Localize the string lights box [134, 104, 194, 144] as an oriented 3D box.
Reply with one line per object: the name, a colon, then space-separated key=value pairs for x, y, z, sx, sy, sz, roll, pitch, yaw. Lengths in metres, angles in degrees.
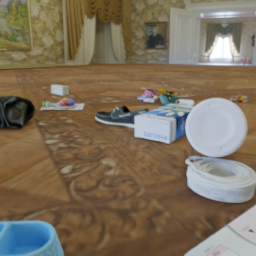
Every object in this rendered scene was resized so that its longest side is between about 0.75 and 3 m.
string lights box: x=1.168 y=-0.178 z=7.966 sx=1.062 sy=0.610 sz=2.067 roll=10 pitch=19 yaw=32

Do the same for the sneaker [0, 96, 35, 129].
sneaker: x=-4.036 y=-0.480 z=8.248 sx=2.736 sy=1.046 sz=1.567 roll=-7 pitch=10 yaw=-42

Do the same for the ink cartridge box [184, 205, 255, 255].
ink cartridge box: x=1.804 y=1.470 z=2.377 sx=1.750 sy=0.614 sz=2.153 roll=-12 pitch=16 yaw=-38

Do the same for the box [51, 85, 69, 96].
box: x=-3.596 y=-1.998 z=14.738 sx=1.135 sy=0.466 sz=0.388 roll=16 pitch=22 yaw=42

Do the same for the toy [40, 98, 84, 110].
toy: x=-2.605 y=-0.977 z=11.164 sx=1.610 sy=0.380 sz=0.927 roll=-3 pitch=21 yaw=-1

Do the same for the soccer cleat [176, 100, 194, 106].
soccer cleat: x=2.278 y=-0.989 z=11.278 sx=0.356 sy=0.288 sz=0.825 roll=-11 pitch=13 yaw=-35

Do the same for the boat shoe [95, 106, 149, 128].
boat shoe: x=-0.201 y=-0.408 z=8.829 sx=1.855 sy=0.627 sz=0.666 roll=7 pitch=18 yaw=27

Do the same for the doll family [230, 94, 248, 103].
doll family: x=4.960 y=-1.362 z=12.617 sx=0.522 sy=0.379 sz=0.840 roll=-6 pitch=17 yaw=-21

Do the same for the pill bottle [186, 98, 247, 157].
pill bottle: x=1.833 y=0.064 z=5.729 sx=1.053 sy=1.053 sz=1.895 roll=6 pitch=-3 yaw=21

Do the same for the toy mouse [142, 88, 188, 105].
toy mouse: x=1.397 y=-1.371 z=12.321 sx=2.132 sy=0.413 sz=1.895 roll=18 pitch=20 yaw=20

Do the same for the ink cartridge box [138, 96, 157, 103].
ink cartridge box: x=0.918 y=-1.339 z=12.922 sx=0.753 sy=0.165 sz=0.760 roll=7 pitch=19 yaw=20

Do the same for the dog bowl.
dog bowl: x=-1.406 y=1.350 z=3.093 sx=1.347 sy=0.334 sz=0.751 roll=0 pitch=15 yaw=-3

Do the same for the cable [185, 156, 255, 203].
cable: x=1.559 y=0.861 z=4.731 sx=1.125 sy=0.390 sz=1.125 roll=3 pitch=16 yaw=4
